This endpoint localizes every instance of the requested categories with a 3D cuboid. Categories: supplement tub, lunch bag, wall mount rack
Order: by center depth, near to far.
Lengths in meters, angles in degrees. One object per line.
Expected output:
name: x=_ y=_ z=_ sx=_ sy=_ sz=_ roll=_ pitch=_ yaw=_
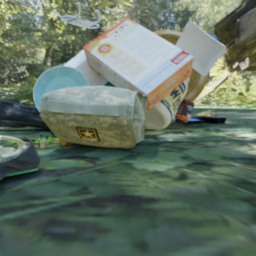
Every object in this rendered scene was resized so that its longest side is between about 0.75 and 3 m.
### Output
lunch bag: x=-0.526 y=-0.239 z=5.208 sx=1.582 sy=1.134 sz=1.929 roll=6 pitch=3 yaw=10
supplement tub: x=0.901 y=-0.940 z=7.790 sx=1.229 sy=1.695 sz=1.229 roll=25 pitch=-28 yaw=14
supplement tub: x=1.599 y=-0.416 z=8.078 sx=0.414 sy=0.774 sz=0.414 roll=25 pitch=-8 yaw=3
wall mount rack: x=-1.552 y=-3.322 z=8.397 sx=1.192 sy=0.512 sz=1.372 roll=1 pitch=4 yaw=38

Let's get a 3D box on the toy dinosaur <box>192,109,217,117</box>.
toy dinosaur: x=3.456 y=-0.575 z=12.652 sx=0.909 sy=0.523 sz=1.798 roll=-3 pitch=6 yaw=-18

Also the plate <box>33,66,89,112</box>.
plate: x=-1.669 y=-0.861 z=7.119 sx=1.447 sy=1.447 sz=0.185 roll=0 pitch=-10 yaw=-1

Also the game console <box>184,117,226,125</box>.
game console: x=2.804 y=-0.289 z=10.913 sx=2.089 sy=0.252 sz=1.232 roll=-5 pitch=7 yaw=-42

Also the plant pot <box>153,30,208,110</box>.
plant pot: x=1.199 y=-1.867 z=8.858 sx=2.682 sy=2.682 sz=0.368 roll=1 pitch=-5 yaw=7

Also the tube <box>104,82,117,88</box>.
tube: x=-0.337 y=-1.416 z=8.468 sx=2.052 sy=0.517 sz=0.795 roll=-28 pitch=37 yaw=24

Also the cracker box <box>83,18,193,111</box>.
cracker box: x=0.216 y=-1.664 z=7.011 sx=1.565 sy=0.674 sz=2.336 roll=-39 pitch=60 yaw=-18

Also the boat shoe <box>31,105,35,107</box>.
boat shoe: x=-4.217 y=-0.724 z=13.234 sx=2.253 sy=0.805 sz=0.740 roll=-3 pitch=13 yaw=-3

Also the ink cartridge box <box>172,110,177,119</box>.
ink cartridge box: x=2.095 y=-1.331 z=13.777 sx=1.329 sy=1.839 sz=0.779 roll=2 pitch=1 yaw=14

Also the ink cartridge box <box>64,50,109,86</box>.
ink cartridge box: x=-1.210 y=-1.717 z=8.432 sx=2.819 sy=0.956 sz=1.623 roll=-44 pitch=26 yaw=-16

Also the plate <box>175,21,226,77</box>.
plate: x=1.799 y=-2.008 z=7.139 sx=0.185 sy=1.142 sz=1.144 roll=-48 pitch=-7 yaw=-29

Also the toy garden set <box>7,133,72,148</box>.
toy garden set: x=-1.635 y=0.235 z=5.335 sx=0.824 sy=0.197 sz=0.989 roll=5 pitch=7 yaw=44

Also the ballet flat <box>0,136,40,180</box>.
ballet flat: x=-1.367 y=0.327 z=2.779 sx=0.510 sy=0.510 sz=1.395 roll=1 pitch=6 yaw=15

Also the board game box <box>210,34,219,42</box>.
board game box: x=1.698 y=-1.823 z=10.375 sx=2.961 sy=0.645 sz=2.976 roll=-36 pitch=-5 yaw=-4

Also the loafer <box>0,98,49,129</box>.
loafer: x=-2.591 y=-0.457 z=8.302 sx=2.787 sy=0.978 sz=0.946 roll=3 pitch=1 yaw=-6
